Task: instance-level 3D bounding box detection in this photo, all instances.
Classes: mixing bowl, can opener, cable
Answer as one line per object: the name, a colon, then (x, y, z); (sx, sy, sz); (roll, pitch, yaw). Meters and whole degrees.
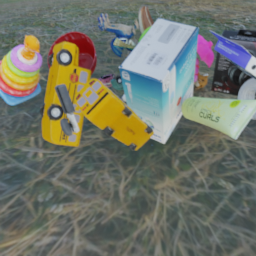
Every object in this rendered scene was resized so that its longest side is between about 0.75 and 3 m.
mixing bowl: (-1.940, -2.530, 10.665); (1.926, 1.926, 1.043); (13, -3, 18)
can opener: (-1.358, -0.365, 6.017); (0.370, 1.106, 0.295); (-30, 20, -37)
cable: (3.888, -0.900, 8.446); (0.450, 1.299, 1.299); (-3, 35, -17)

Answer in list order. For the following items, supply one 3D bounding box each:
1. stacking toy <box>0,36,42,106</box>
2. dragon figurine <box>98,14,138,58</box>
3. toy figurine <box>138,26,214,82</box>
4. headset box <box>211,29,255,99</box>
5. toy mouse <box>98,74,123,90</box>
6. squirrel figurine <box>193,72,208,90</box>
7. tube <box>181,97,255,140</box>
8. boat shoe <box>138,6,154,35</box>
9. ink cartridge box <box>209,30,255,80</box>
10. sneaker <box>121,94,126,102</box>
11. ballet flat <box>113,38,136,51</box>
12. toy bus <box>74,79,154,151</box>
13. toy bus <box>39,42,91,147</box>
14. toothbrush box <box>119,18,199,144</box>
stacking toy: (-3.348, -2.058, 8.928); (1.565, 2.696, 1.480); (53, 50, -2)
dragon figurine: (-0.148, -3.577, 11.733); (1.486, 2.990, 0.880); (-3, 53, 28)
toy figurine: (1.761, -2.281, 9.784); (2.395, 2.602, 1.954); (15, 6, 44)
headset box: (4.149, -2.398, 10.201); (1.777, 2.388, 0.922); (15, 43, 21)
toy mouse: (-0.451, -1.854, 11.139); (2.520, 0.488, 2.240); (5, 29, 42)
squirrel figurine: (3.370, -2.738, 14.763); (1.613, 1.223, 1.729); (13, 38, 7)
tube: (2.132, -0.384, 6.838); (0.666, 0.744, 2.565); (-6, 11, -13)
boat shoe: (1.226, -3.906, 12.200); (1.011, 2.815, 1.066); (-14, 12, 20)
ink cartridge box: (3.103, -1.816, 7.577); (1.857, 0.403, 1.840); (28, 21, -23)
sneaker: (0.337, -1.138, 9.465); (1.212, 0.463, 0.488); (-14, 0, -35)
ballet flat: (-0.033, -3.166, 10.604); (1.132, 0.400, 0.400); (2, 28, -37)
toy bus: (-0.187, -0.172, 5.443); (0.608, 1.868, 0.731); (-46, 57, 5)
toy bus: (-1.819, -0.944, 8.133); (1.108, 2.831, 0.921); (9, 1, -32)
toothbrush box: (0.967, -1.229, 8.076); (1.227, 2.876, 2.106); (24, 63, 21)
